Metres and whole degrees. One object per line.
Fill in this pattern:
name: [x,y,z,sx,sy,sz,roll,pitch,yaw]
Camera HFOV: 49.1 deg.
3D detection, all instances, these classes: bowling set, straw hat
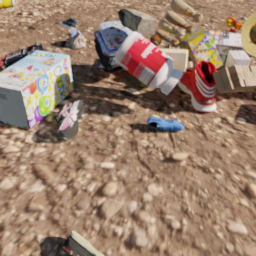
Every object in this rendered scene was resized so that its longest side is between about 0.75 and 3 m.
bowling set: [1.766,-3.706,11.124,1.317,1.708,2.454,32,-1,-1]
straw hat: [3.611,-2.653,7.968,1.291,1.291,0.546,-8,22,-11]

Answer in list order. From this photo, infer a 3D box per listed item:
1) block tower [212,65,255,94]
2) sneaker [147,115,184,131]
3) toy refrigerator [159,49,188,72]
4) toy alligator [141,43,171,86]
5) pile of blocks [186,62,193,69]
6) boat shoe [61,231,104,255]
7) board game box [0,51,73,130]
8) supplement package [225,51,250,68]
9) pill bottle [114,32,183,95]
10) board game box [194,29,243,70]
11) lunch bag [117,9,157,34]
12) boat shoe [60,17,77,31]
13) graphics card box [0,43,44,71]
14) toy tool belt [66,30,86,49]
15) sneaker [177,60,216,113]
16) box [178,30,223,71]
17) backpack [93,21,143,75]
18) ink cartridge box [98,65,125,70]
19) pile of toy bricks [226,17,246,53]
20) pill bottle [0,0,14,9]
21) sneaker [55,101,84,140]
block tower: [4.097,-1.729,9.981,2.802,0.810,0.757,-13,-4,-45]
sneaker: [1.190,-0.054,9.039,1.206,0.398,0.473,16,42,9]
toy refrigerator: [1.035,-2.410,9.993,2.073,0.725,0.787,6,25,12]
toy alligator: [1.002,-2.879,12.049,0.764,0.835,2.815,21,60,18]
pile of blocks: [2.112,-2.562,10.961,0.706,0.534,1.719,-11,9,-14]
boat shoe: [-0.716,2.614,5.503,1.379,0.504,0.432,29,74,23]
board game box: [-3.372,-1.467,10.022,1.522,1.495,2.903,13,39,16]
supplement package: [4.488,-2.487,11.652,0.649,1.170,0.912,2,36,3]
pill bottle: [0.697,-2.038,9.103,2.089,1.173,1.173,37,43,0]
board game box: [4.080,-3.741,13.337,2.396,1.160,1.910,11,38,14]
lunch bag: [0.264,-3.818,9.942,1.117,0.657,0.916,40,35,24]
boat shoe: [-2.270,-4.055,10.790,0.936,0.425,0.331,34,19,36]
graphics card box: [-4.818,-3.185,12.799,1.945,0.495,1.220,-22,38,-1]
toy tool belt: [-2.851,-4.949,15.138,0.958,0.942,1.534,-19,41,-23]
sneaker: [2.697,-1.981,10.569,1.122,1.654,2.864,-7,38,-11]
box: [2.874,-3.092,11.442,0.943,1.489,1.546,-29,22,3]
backpack: [-0.305,-3.431,11.435,1.923,1.556,2.019,-10,61,-18]
ink cartridge box: [-0.418,-3.019,12.709,1.071,0.495,1.966,7,43,24]
pile of toy bricks: [5.922,-4.523,14.578,1.271,1.429,2.575,-45,68,-9]
pill bottle: [-9.754,-9.693,21.407,1.802,1.013,1.013,-22,42,-26]
sneaker: [-2.044,-0.215,9.170,0.814,0.757,1.886,-6,28,13]
